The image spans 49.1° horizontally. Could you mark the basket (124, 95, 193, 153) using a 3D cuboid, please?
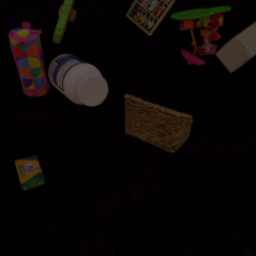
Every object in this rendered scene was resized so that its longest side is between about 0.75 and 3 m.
[{"bbox_3d":[1.040,-0.419,9.196,2.052,1.529,1.465,22,40,30],"label":"basket"}]

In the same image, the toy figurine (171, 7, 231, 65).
[{"bbox_3d":[2.441,-2.978,9.344,1.874,1.725,1.407,-9,29,3],"label":"toy figurine"}]

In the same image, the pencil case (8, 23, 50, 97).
[{"bbox_3d":[-2.990,-2.010,8.621,0.950,2.149,0.950,3,42,-2],"label":"pencil case"}]

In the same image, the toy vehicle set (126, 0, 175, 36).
[{"bbox_3d":[0.746,-3.764,8.456,0.990,1.594,0.211,40,34,1],"label":"toy vehicle set"}]

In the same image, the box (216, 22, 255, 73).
[{"bbox_3d":[1.760,-1.234,4.006,1.058,0.435,0.362,-36,86,-31],"label":"box"}]

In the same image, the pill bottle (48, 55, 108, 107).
[{"bbox_3d":[-1.471,-1.390,8.281,1.189,1.189,2.142,-19,33,-26],"label":"pill bottle"}]

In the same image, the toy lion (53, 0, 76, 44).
[{"bbox_3d":[-2.262,-3.984,9.998,0.627,1.827,1.751,20,58,-15],"label":"toy lion"}]

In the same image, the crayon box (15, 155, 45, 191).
[{"bbox_3d":[-2.763,1.246,7.858,0.609,0.299,1.026,-16,38,-22],"label":"crayon box"}]
